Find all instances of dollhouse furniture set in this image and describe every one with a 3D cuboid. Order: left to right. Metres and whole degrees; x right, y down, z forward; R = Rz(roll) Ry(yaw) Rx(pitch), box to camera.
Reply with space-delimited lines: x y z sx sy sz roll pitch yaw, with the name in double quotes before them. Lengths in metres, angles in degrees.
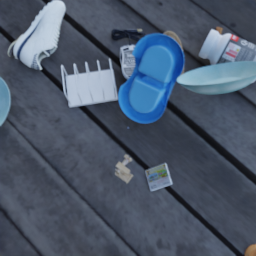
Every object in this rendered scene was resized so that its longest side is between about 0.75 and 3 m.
"dollhouse furniture set" -0.046 1.255 8.644 0.501 1.132 0.587 35 71 10

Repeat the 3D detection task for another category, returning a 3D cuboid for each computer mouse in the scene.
"computer mouse" 0.087 -2.787 10.928 1.389 0.556 2.534 -2 66 -6

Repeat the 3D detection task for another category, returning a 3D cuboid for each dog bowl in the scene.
"dog bowl" 0.782 -1.593 9.190 1.662 0.739 2.981 27 118 10

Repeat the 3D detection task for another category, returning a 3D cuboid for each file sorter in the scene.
"file sorter" -1.396 -1.671 10.227 1.847 1.150 1.281 -9 73 -3

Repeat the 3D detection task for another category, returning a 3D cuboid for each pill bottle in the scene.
"pill bottle" 3.895 -2.700 10.461 2.256 1.307 1.307 28 74 8

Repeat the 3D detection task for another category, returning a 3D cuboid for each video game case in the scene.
"video game case" 1.021 1.674 9.476 0.801 0.092 0.729 -25 66 24

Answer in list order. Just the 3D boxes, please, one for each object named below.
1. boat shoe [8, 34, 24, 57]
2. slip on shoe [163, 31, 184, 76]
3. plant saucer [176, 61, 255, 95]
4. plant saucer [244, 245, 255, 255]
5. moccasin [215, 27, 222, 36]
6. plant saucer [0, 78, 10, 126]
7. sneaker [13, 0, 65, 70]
"boat shoe" -4.324 -3.243 11.129 0.361 0.401 1.114 27 68 13
"slip on shoe" 1.759 -2.922 10.884 0.812 0.647 2.135 -2 72 -1
"plant saucer" 2.934 -1.541 8.946 2.719 2.719 0.523 -15 109 -5
"plant saucer" 4.132 4.160 8.865 0.852 0.160 0.852 0 72 0
"moccasin" 3.675 -3.610 11.286 0.385 0.365 0.997 5 63 11
"plant saucer" -5.674 -0.744 10.233 2.929 0.564 2.929 0 71 0
"sneaker" -3.184 -3.629 10.995 1.174 1.115 2.917 30 82 2
